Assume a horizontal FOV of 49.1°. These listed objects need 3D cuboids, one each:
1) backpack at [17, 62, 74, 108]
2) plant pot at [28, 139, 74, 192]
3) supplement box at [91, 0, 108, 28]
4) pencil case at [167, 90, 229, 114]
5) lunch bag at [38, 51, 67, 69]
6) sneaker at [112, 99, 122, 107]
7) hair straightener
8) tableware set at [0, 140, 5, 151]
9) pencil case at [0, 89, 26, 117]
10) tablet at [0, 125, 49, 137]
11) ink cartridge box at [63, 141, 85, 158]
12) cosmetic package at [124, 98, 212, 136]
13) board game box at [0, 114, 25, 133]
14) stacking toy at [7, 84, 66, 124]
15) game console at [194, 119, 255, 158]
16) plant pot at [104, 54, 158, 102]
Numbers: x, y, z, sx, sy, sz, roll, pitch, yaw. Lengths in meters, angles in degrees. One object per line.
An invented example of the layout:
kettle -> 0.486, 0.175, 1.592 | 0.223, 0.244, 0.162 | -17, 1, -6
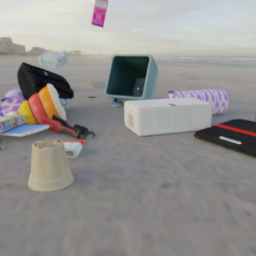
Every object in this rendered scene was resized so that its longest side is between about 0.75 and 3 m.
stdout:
backpack -> -3.569, -1.686, 12.502 | 2.401, 1.846, 1.958 | -9, 61, -48
plant pot -> -1.663, 0.728, 5.943 | 0.963, 0.882, 0.963 | 0, 15, 0
supplement box -> -1.111, -4.494, 10.967 | 0.516, 0.999, 0.506 | 13, 13, -8
pencil case -> 2.927, -1.041, 11.970 | 2.756, 1.157, 1.178 | -4, 2, -21
lunch bag -> -2.528, -2.259, 9.327 | 0.872, 0.336, 0.699 | 14, 43, 20
sneaker -> -0.560, -1.319, 14.348 | 0.318, 0.361, 0.809 | 8, 17, 27
hair straightener -> -1.921, -0.072, 9.563 | 2.403, 0.492, 0.925 | 13, 20, 38
tableware set -> -3.986, 0.450, 8.197 | 0.692, 0.210, 1.048 | -6, 16, -22
pencil case -> -4.833, -0.968, 11.917 | 1.121, 1.100, 2.622 | -40, 21, -3
tablet -> -3.725, 0.081, 9.408 | 1.871, 0.128, 1.217 | 1, 14, 32
ink cartridge box -> -1.856, 0.471, 7.941 | 1.063, 0.314, 1.328 | 0, 17, 2
cosmetic package -> 1.412, -0.460, 9.993 | 2.810, 1.040, 1.428 | -7, 17, -20
board game box -> -4.545, -0.059, 9.277 | 1.348, 0.343, 2.005 | -6, 11, 9
stacking toy -> -3.579, -0.627, 10.690 | 2.127, 1.554, 1.554 | -22, 20, -10
game console -> 3.701, 0.312, 8.562 | 2.290, 0.402, 2.589 | -16, 21, -31
plant pot -> 0.439, -2.375, 14.781 | 2.265, 2.259, 2.307 | 8, -6, 27
